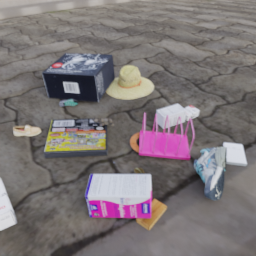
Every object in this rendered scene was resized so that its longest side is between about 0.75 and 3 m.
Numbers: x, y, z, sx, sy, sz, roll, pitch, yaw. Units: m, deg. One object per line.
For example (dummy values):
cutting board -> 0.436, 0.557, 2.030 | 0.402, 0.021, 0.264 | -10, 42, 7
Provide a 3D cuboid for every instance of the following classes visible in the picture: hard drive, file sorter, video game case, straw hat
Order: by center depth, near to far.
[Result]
file sorter -> 1.538, 0.272, 11.380 | 2.038, 1.278, 1.416 | 6, 38, 0
hard drive -> 4.332, 1.065, 11.426 | 0.778, 0.155, 1.180 | 6, 38, 8
video game case -> -2.187, 0.384, 12.193 | 2.561, 0.327, 2.314 | -2, 37, -4
straw hat -> 0.083, -2.796, 15.665 | 2.873, 1.216, 2.873 | -1, 37, 0

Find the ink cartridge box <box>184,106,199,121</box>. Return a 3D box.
ink cartridge box -> 2.959, -0.717, 13.632 | 0.808, 0.335, 0.593 | -23, 43, -27

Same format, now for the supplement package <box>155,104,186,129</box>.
supplement package -> 1.990, -0.546, 13.123 | 1.231, 0.674, 0.700 | -17, 40, -21

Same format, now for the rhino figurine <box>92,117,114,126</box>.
rhino figurine -> -1.155, -0.290, 12.511 | 1.024, 0.306, 0.448 | 6, 16, -14

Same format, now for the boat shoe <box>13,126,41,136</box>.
boat shoe -> -4.525, 0.103, 12.485 | 1.193, 0.413, 0.440 | -5, 37, -7

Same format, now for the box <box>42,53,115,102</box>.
box -> -2.580, -2.823, 15.242 | 2.986, 1.554, 2.719 | 6, 36, 15

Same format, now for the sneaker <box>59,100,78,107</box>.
sneaker -> -3.070, -1.352, 14.475 | 0.975, 0.363, 0.427 | -5, 32, -6

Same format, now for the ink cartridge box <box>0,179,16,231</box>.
ink cartridge box -> -4.506, 2.531, 9.007 | 1.276, 0.743, 1.752 | -21, 41, -25

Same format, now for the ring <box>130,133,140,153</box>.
ring -> 0.806, 0.671, 11.915 | 1.464, 0.140, 1.464 | 4, 38, -3

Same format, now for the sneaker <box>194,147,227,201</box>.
sneaker -> 2.935, 1.640, 10.215 | 1.122, 1.008, 2.598 | 1, 29, 24

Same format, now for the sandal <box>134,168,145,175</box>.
sandal -> 0.465, 1.861, 10.302 | 0.456, 0.307, 1.136 | -2, 22, -12

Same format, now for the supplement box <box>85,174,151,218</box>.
supplement box -> -0.257, 2.192, 9.060 | 2.012, 1.018, 1.040 | -2, 33, 6

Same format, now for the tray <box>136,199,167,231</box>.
tray -> 0.765, 2.800, 9.115 | 0.504, 0.189, 1.021 | 25, 45, 30
